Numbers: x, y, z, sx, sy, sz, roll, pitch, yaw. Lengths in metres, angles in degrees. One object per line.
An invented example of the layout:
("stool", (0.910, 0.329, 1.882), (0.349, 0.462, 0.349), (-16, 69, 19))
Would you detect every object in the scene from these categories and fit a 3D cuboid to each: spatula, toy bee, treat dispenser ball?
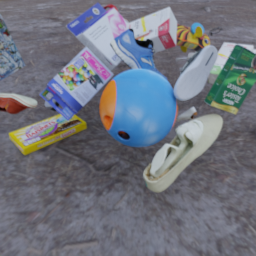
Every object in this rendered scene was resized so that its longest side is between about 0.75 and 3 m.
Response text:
("spatula", (2.216, -2.189, 10.222), (0.121, 1.050, 1.510), (-27, 17, -10))
("toy bee", (2.661, -3.362, 10.750), (2.252, 1.474, 1.224), (-7, 77, 3))
("treat dispenser ball", (0.288, -0.532, 7.678), (2.129, 2.129, 2.129), (0, 34, 0))

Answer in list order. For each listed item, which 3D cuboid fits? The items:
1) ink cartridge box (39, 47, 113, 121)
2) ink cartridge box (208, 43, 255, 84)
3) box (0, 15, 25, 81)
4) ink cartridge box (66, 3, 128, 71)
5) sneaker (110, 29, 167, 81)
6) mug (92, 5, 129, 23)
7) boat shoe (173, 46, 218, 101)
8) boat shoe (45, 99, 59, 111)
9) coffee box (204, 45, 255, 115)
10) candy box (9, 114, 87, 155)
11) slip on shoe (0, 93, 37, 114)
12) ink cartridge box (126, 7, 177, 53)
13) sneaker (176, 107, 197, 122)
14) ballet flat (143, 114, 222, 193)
("ink cartridge box", (-1.671, -1.441, 9.211), (2.193, 1.309, 0.460), (-48, 12, -13))
("ink cartridge box", (3.924, -2.511, 10.515), (1.163, 0.668, 1.986), (19, 67, 34))
("box", (-4.112, -2.344, 8.510), (1.331, 1.944, 0.388), (-40, 62, -22))
("ink cartridge box", (-0.799, -3.541, 10.428), (2.233, 0.484, 2.192), (44, 52, -12))
("sneaker", (0.549, -2.096, 8.603), (1.026, 2.302, 0.904), (-42, 37, 14))
("mug", (-0.811, -4.965, 13.053), (1.120, 1.490, 1.679), (-8, 38, -44))
("boat shoe", (1.694, -1.382, 7.325), (1.808, 0.652, 0.641), (-51, 19, -19))
("boat shoe", (-2.559, -1.302, 10.134), (0.509, 0.420, 1.483), (7, 68, 31))
("coffee box", (2.634, -1.137, 6.869), (0.941, 1.530, 0.336), (16, 21, -28))
("candy box", (-3.220, 0.121, 11.372), (2.753, 0.364, 1.407), (-26, 39, -33))
("slip on shoe", (-3.492, -0.717, 8.751), (2.028, 0.621, 0.751), (7, -6, 42))
("ink cartridge box", (0.744, -3.134, 9.399), (1.644, 0.686, 1.193), (-12, 57, 28))
("sneaker", (1.985, -0.357, 9.560), (0.310, 0.852, 0.361), (-23, 80, -43))
("ballet flat", (1.323, 0.491, 6.975), (2.616, 0.909, 0.909), (-49, 48, -5))
